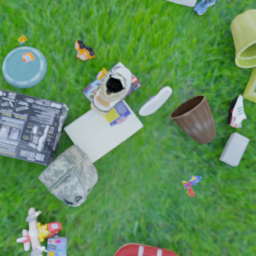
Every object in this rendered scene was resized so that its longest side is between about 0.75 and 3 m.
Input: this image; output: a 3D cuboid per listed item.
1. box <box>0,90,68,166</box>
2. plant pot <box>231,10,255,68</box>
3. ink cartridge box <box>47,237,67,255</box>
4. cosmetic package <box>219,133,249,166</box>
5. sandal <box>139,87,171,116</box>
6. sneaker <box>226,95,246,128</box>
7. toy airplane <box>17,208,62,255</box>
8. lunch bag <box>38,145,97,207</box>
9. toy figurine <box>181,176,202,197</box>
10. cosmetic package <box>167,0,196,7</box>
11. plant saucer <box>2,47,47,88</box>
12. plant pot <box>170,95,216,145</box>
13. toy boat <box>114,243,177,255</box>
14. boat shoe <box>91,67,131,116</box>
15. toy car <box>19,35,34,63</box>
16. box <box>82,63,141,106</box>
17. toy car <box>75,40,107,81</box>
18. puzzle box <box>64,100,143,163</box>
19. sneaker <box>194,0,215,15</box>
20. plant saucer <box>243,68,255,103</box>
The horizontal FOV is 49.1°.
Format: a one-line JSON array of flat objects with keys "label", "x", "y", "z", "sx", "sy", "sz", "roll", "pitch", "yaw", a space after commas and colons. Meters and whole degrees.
[{"label": "box", "x": -3.965, "y": -0.040, "z": 10.319, "sx": 2.950, "sy": 0.734, "sz": 2.327, "roll": 12, "pitch": 79, "yaw": 2}, {"label": "plant pot", "x": 4.724, "y": -3.482, "z": 10.665, "sx": 1.770, "sy": 1.770, "sz": 1.627, "roll": -10, "pitch": 67, "yaw": -2}, {"label": "ink cartridge box", "x": -2.462, "y": 4.277, "z": 9.657, "sx": 0.618, "sy": 0.346, "sz": 0.906, "roll": 1, "pitch": 80, "yaw": 0}, {"label": "cosmetic package", "x": 3.896, "y": 0.804, "z": 10.295, "sx": 0.592, "sy": 0.500, "sz": 1.109, "roll": 30, "pitch": 83, "yaw": 6}, {"label": "sandal", "x": 0.887, "y": -0.888, "z": 9.316, "sx": 1.303, "sy": 0.530, "sz": 0.320, "roll": -39, "pitch": 49, "yaw": 12}, {"label": "sneaker", "x": 4.186, "y": -0.594, "z": 10.638, "sx": 0.589, "sy": 0.443, "sz": 1.259, "roll": 21, "pitch": 79, "yaw": -9}, {"label": "toy airplane", "x": -3.127, "y": 3.578, "z": 9.452, "sx": 1.397, "sy": 0.986, "sz": 1.391, "roll": 22, "pitch": 70, "yaw": 19}, {"label": "lunch bag", "x": -1.796, "y": 1.595, "z": 9.161, "sx": 1.521, "sy": 1.814, "sz": 1.264, "roll": 45, "pitch": 102, "yaw": -1}, {"label": "toy figurine", "x": 2.072, "y": 1.767, "z": 8.805, "sx": 0.617, "sy": 1.029, "sz": 0.543, "roll": -33, "pitch": 77, "yaw": -8}, {"label": "cosmetic package", "x": 2.471, "y": -6.683, "z": 11.520, "sx": 1.494, "sy": 1.088, "sz": 2.939, "roll": 18, "pitch": 77, "yaw": 3}, {"label": "plant saucer", "x": -4.132, "y": -2.437, "z": 11.072, "sx": 1.764, "sy": 0.242, "sz": 1.764, "roll": 0, "pitch": 78, "yaw": 1}, {"label": "plant pot", "x": 2.464, "y": -0.182, "z": 9.914, "sx": 1.363, "sy": 1.363, "sz": 1.458, "roll": -38, "pitch": 103, "yaw": -7}, {"label": "toy boat", "x": 0.583, "y": 4.676, "z": 8.948, "sx": 2.368, "sy": 1.548, "sz": 1.545, "roll": 10, "pitch": 79, "yaw": 2}, {"label": "boat shoe", "x": -0.377, "y": -1.391, "z": 9.280, "sx": 0.903, "sy": 0.827, "sz": 2.417, "roll": 32, "pitch": 45, "yaw": -7}, {"label": "toy car", "x": -3.615, "y": -2.666, "z": 9.633, "sx": 0.493, "sy": 1.006, "sz": 0.335, "roll": 18, "pitch": 53, "yaw": 30}, {"label": "box", "x": -0.616, "y": -1.507, "z": 10.571, "sx": 1.862, "sy": 0.351, "sz": 1.271, "roll": -39, "pitch": 61, "yaw": -10}, {"label": "toy car", "x": -1.550, "y": -2.543, "z": 10.663, "sx": 0.610, "sy": 0.899, "sz": 1.833, "roll": -44, "pitch": 54, "yaw": 23}, {"label": "puzzle box", "x": -0.904, "y": 0.004, "z": 10.527, "sx": 2.492, "sy": 0.317, "sz": 1.658, "roll": -35, "pitch": 80, "yaw": -7}, {"label": "sneaker", "x": 3.169, "y": -5.138, "z": 11.473, "sx": 1.166, "sy": 0.520, "sz": 0.458, "roll": -44, "pitch": 82, "yaw": -7}, {"label": "plant saucer", "x": 5.374, "y": -1.557, "z": 10.838, "sx": 1.398, "sy": 0.335, "sz": 1.396, "roll": 24, "pitch": 80, "yaw": 4}]
